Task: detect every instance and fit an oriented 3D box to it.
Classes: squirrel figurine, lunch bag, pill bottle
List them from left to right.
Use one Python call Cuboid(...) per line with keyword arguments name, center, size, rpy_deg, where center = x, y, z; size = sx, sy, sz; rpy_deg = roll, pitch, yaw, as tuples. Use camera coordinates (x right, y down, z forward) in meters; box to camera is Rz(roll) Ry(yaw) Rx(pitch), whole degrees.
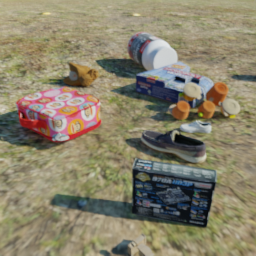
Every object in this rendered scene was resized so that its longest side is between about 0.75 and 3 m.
Cuboid(name="lunch bag", center=(-2.530, -0.508, 9.668), size=(2.729, 1.118, 2.404), rpy_deg=(21, 34, 37))
Cuboid(name="squirrel figurine", center=(-2.129, -2.561, 13.520), size=(1.492, 1.056, 1.392), rpy_deg=(25, 26, 12))
Cuboid(name="pill bottle", center=(1.250, -3.957, 14.886), size=(1.702, 1.702, 2.938), rpy_deg=(-13, 34, -20))

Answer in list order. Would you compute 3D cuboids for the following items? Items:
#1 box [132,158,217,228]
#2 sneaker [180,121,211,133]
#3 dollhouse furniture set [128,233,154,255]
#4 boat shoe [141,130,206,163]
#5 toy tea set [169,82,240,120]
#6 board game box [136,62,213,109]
Cuboid(name="box", center=(0.967, 1.466, 6.266), size=(1.777, 1.413, 0.409), rpy_deg=(7, 32, 12))
Cuboid(name="sneaker", center=(2.354, -0.067, 9.773), size=(1.066, 0.377, 0.389), rpy_deg=(1, 31, 2))
Cuboid(name="dollhouse furniture set", center=(0.459, 2.492, 5.476), size=(0.419, 0.491, 0.947), rpy_deg=(-27, 40, -34))
Cuboid(name="boat shoe", center=(1.394, 0.399, 8.674), size=(2.152, 0.697, 0.774), rpy_deg=(21, 36, 28))
Cuboid(name="toy tea set", center=(2.858, -0.910, 10.957), size=(2.732, 1.011, 1.624), rpy_deg=(-2, 61, -10))
Cuboid(name="board game box", center=(2.300, -2.118, 12.658), size=(2.845, 0.877, 2.843), rpy_deg=(21, 38, 30))
